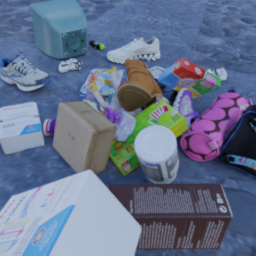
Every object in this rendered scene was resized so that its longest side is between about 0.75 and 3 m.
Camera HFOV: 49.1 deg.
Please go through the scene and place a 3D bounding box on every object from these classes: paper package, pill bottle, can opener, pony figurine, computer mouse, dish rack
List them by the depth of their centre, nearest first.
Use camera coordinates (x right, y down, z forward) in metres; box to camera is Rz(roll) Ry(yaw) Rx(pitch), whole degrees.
[{"bbox_3d":[0.823,0.831,7.562,1.049,1.844,1.049,-6,57,9],"label":"pill bottle"},{"bbox_3d":[-1.368,0.293,8.432,0.938,1.729,1.814,-10,37,-43],"label":"paper package"},{"bbox_3d":[-0.487,-0.550,9.201,1.802,2.164,2.089,-5,39,44],"label":"pony figurine"},{"bbox_3d":[-2.376,0.014,9.739,1.031,0.580,0.580,4,39,7],"label":"pill bottle"},{"bbox_3d":[1.196,-2.001,11.861,2.343,0.539,1.645,18,67,20],"label":"computer mouse"},{"bbox_3d":[3.409,-2.302,12.774,2.206,0.733,0.581,-7,78,-6],"label":"can opener"},{"bbox_3d":[1.221,-2.310,12.904,1.477,0.321,1.267,-25,46,-29],"label":"dish rack"}]

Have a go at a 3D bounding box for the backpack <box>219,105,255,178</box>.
[{"bbox_3d":[4.024,0.544,8.120,2.107,1.924,1.418,30,28,14],"label":"backpack"}]

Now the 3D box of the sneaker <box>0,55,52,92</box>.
[{"bbox_3d":[-4.601,-2.429,12.088,2.970,1.265,1.144,14,41,27],"label":"sneaker"}]

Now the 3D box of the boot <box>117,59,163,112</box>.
[{"bbox_3d":[0.308,-1.600,9.512,2.689,1.031,2.088,14,53,-51],"label":"boot"}]

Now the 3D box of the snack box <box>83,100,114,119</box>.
[{"bbox_3d":[-1.133,-0.723,10.850,1.521,0.282,0.883,6,32,7],"label":"snack box"}]

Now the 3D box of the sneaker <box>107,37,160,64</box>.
[{"bbox_3d":[0.271,-4.042,14.441,2.849,1.155,1.071,-11,42,-11],"label":"sneaker"}]

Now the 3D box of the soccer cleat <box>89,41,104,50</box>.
[{"bbox_3d":[-1.840,-4.672,15.881,1.079,0.364,0.437,23,57,26],"label":"soccer cleat"}]

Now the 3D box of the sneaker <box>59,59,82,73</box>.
[{"bbox_3d":[-2.719,-2.994,13.606,0.818,0.502,1.258,11,29,27],"label":"sneaker"}]

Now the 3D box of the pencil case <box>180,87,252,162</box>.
[{"bbox_3d":[2.967,-0.117,9.253,1.374,1.331,2.933,1,33,44],"label":"pencil case"}]

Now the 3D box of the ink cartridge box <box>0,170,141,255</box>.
[{"bbox_3d":[-1.503,2.289,5.277,2.770,1.734,1.780,-22,26,31],"label":"ink cartridge box"}]

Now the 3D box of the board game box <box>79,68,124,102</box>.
[{"bbox_3d":[-1.104,-1.887,12.289,1.561,0.397,2.306,4,39,5],"label":"board game box"}]

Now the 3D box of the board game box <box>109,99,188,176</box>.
[{"bbox_3d":[0.486,0.239,8.814,2.489,0.593,1.264,-35,47,-10],"label":"board game box"}]

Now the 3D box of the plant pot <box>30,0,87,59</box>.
[{"bbox_3d":[-3.351,-5.022,14.759,2.465,2.458,2.511,-23,52,-27],"label":"plant pot"}]

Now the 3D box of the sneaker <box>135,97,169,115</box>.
[{"bbox_3d":[0.747,-0.661,10.712,1.679,0.676,1.229,15,62,-14],"label":"sneaker"}]

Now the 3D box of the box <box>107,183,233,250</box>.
[{"bbox_3d":[0.839,2.080,6.546,2.699,1.351,1.011,-1,38,-2],"label":"box"}]

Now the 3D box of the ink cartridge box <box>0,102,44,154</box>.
[{"bbox_3d":[-3.690,-0.044,9.680,1.293,0.758,1.766,-12,39,-16],"label":"ink cartridge box"}]

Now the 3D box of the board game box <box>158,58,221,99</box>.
[{"bbox_3d":[2.307,-1.808,10.633,1.875,1.435,0.378,21,67,-24],"label":"board game box"}]

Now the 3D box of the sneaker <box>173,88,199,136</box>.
[{"bbox_3d":[2.086,-0.505,10.215,1.061,0.966,2.401,16,46,12],"label":"sneaker"}]
